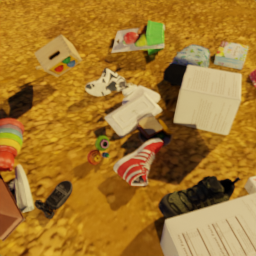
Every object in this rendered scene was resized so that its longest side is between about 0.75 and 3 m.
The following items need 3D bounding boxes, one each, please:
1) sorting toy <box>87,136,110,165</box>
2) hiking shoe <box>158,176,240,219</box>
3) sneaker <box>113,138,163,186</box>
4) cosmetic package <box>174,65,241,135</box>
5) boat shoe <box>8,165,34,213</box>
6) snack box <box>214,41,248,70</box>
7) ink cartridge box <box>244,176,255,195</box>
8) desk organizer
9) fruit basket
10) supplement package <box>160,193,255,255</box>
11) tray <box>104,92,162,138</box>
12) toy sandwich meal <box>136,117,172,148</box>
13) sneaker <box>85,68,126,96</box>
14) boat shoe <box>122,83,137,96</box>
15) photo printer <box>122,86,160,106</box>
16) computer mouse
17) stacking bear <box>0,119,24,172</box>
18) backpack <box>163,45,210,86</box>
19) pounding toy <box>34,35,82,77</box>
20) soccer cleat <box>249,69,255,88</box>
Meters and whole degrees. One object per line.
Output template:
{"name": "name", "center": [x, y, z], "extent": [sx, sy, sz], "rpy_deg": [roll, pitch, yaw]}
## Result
{"name": "sorting toy", "center": [-0.984, 0.873, 10.302], "extent": [1.171, 0.703, 0.481], "rpy_deg": [-58, 27, -14]}
{"name": "hiking shoe", "center": [2.129, 1.957, 8.441], "extent": [2.697, 1.358, 1.021], "rpy_deg": [-5, 40, -30]}
{"name": "sneaker", "center": [0.648, 1.256, 9.945], "extent": [2.113, 0.753, 1.189], "rpy_deg": [-32, 48, -19]}
{"name": "cosmetic package", "center": [3.281, -1.188, 11.625], "extent": [2.264, 1.883, 1.895], "rpy_deg": [13, 46, 12]}
{"name": "boat shoe", "center": [-3.632, 1.994, 9.279], "extent": [0.649, 0.635, 1.821], "rpy_deg": [-16, 50, -21]}
{"name": "snack box", "center": [5.687, -4.013, 15.414], "extent": [1.507, 0.605, 1.788], "rpy_deg": [17, 48, 18]}
{"name": "ink cartridge box", "center": [4.627, 2.186, 9.137], "extent": [0.961, 0.560, 1.327], "rpy_deg": [-11, 46, -11]}
{"name": "desk organizer", "center": [-4.312, 2.140, 8.620], "extent": [0.913, 0.980, 2.545], "rpy_deg": [-46, 54, -3]}
{"name": "fruit basket", "center": [0.658, -5.109, 16.314], "extent": [2.946, 1.381, 2.729], "rpy_deg": [-8, 43, 14]}
{"name": "supplement package", "center": [2.461, 3.086, 7.473], "extent": [2.797, 1.591, 1.532], "rpy_deg": [-12, 47, -12]}
{"name": "tray", "center": [0.242, -0.630, 11.809], "extent": [2.264, 0.251, 1.216], "rpy_deg": [-34, 71, -20]}
{"name": "toy sandwich meal", "center": [1.075, 0.162, 11.182], "extent": [1.512, 0.518, 1.512], "rpy_deg": [1, 47, -1]}
{"name": "sneaker", "center": [-1.221, -2.269, 13.512], "extent": [2.018, 0.805, 1.313], "rpy_deg": [-17, 46, -17]}
{"name": "boat shoe", "center": [0.013, -1.832, 12.647], "extent": [0.401, 0.463, 1.086], "rpy_deg": [-13, 20, 39]}
{"name": "photo printer", "center": [0.540, -1.199, 12.614], "extent": [1.229, 0.513, 1.477], "rpy_deg": [28, 52, 24]}
{"name": "computer mouse", "center": [-2.341, 2.309, 9.219], "extent": [0.909, 0.346, 1.313], "rpy_deg": [31, 63, 28]}
{"name": "stacking bear", "center": [-4.301, 0.690, 9.862], "extent": [1.066, 1.139, 1.875], "rpy_deg": [-34, 45, 28]}
{"name": "backpack", "center": [3.111, -3.062, 13.879], "extent": [1.941, 1.830, 2.380], "rpy_deg": [23, 32, 26]}
{"name": "pounding toy", "center": [-3.433, -3.118, 13.755], "extent": [2.182, 2.484, 1.136], "rpy_deg": [-32, 85, 7]}
{"name": "soccer cleat", "center": [6.455, -2.375, 13.899], "extent": [0.644, 0.562, 1.685], "rpy_deg": [42, 34, -16]}
